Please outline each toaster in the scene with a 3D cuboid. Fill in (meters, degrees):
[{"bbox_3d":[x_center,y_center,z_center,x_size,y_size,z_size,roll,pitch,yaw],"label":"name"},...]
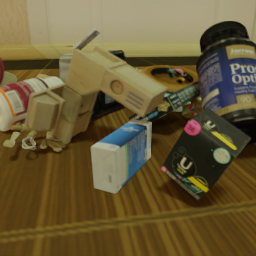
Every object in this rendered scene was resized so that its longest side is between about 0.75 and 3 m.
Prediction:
[{"bbox_3d":[-1.160,-1.519,9.583,1.373,2.092,2.314,9,22,32],"label":"toaster"}]

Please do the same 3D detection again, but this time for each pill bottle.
[{"bbox_3d":[2.554,-1.131,6.896,1.605,1.605,2.870,-1,64,-2],"label":"pill bottle"},{"bbox_3d":[-3.037,-0.830,8.586,1.258,1.258,2.203,16,30,37],"label":"pill bottle"}]

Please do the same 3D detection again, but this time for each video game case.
[{"bbox_3d":[-1.364,-2.905,9.253,0.951,0.086,0.681,-38,5,12],"label":"video game case"}]

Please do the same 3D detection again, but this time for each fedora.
[{"bbox_3d":[1.655,-1.610,11.082,2.706,1.104,2.706,4,30,-2],"label":"fedora"}]

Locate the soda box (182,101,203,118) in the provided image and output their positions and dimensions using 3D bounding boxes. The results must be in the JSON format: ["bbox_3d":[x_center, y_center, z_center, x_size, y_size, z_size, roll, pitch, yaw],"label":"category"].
[{"bbox_3d":[2.118,-0.574,8.347,0.343,0.324,1.013,20,-22,-40],"label":"soda box"}]

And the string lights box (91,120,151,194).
[{"bbox_3d":[-0.058,0.503,5.745,0.503,0.877,1.708,8,22,25],"label":"string lights box"}]

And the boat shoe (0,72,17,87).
[{"bbox_3d":[-6.619,-2.258,13.167,2.539,0.912,0.858,-12,28,-25],"label":"boat shoe"}]

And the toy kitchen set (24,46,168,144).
[{"bbox_3d":[-0.817,-0.245,6.448,2.157,2.391,1.951,33,33,14],"label":"toy kitchen set"}]

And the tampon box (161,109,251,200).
[{"bbox_3d":[1.241,0.433,4.607,0.848,1.132,0.715,39,42,21],"label":"tampon box"}]

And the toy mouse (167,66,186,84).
[{"bbox_3d":[1.711,-1.956,10.027,0.194,0.890,1.002,-48,10,-16],"label":"toy mouse"}]

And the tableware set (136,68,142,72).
[{"bbox_3d":[-0.162,-1.972,11.352,2.227,0.258,1.861,25,59,3],"label":"tableware set"}]

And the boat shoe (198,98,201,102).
[{"bbox_3d":[2.733,-0.687,9.437,0.479,0.508,1.416,-2,24,1],"label":"boat shoe"}]

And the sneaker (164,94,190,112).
[{"bbox_3d":[1.201,-0.902,10.015,1.966,0.727,0.805,10,9,11],"label":"sneaker"}]

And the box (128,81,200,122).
[{"bbox_3d":[1.158,-0.684,8.359,1.558,0.451,1.960,-28,1,43],"label":"box"}]

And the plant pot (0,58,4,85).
[{"bbox_3d":[-5.904,-1.900,10.460,2.503,2.503,2.241,-10,38,-25],"label":"plant pot"}]

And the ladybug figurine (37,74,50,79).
[{"bbox_3d":[-3.073,-1.615,10.947,1.051,0.557,1.549,22,-7,7],"label":"ladybug figurine"}]

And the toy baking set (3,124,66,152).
[{"bbox_3d":[-2.269,0.211,6.838,1.652,0.192,1.268,6,20,-42],"label":"toy baking set"}]

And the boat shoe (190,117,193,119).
[{"bbox_3d":[2.345,-0.347,8.743,0.452,0.477,1.259,-5,30,-24],"label":"boat shoe"}]
